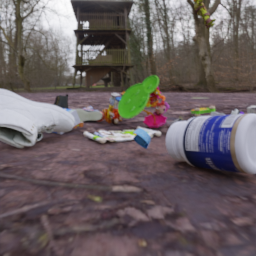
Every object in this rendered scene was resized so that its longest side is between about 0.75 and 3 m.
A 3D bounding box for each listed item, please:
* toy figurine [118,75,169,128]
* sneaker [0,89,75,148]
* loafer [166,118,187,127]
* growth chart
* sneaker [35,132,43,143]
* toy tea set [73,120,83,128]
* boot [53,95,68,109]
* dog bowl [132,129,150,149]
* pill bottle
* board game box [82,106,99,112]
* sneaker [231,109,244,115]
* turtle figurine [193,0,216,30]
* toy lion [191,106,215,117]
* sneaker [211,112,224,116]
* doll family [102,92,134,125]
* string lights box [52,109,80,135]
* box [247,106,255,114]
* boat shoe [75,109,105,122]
[{"bbox_3d":[0.868,-0.761,10.296,1.721,1.870,1.404,34,18,-39],"label":"toy figurine"},{"bbox_3d":[-2.568,0.016,7.777,2.603,0.959,1.504,18,38,-40],"label":"sneaker"},{"bbox_3d":[1.914,-0.177,10.523,1.091,0.381,0.381,9,4,42],"label":"loafer"},{"bbox_3d":[-0.194,0.206,8.865,2.378,0.211,1.721,-5,9,-33],"label":"growth chart"},{"bbox_3d":[-2.610,0.252,8.114,0.295,0.305,0.834,-20,17,8],"label":"sneaker"},{"bbox_3d":[-2.148,-0.176,10.732,0.547,0.341,0.920,7,11,37],"label":"toy tea set"},{"bbox_3d":[-3.585,-1.043,13.429,0.642,1.146,1.656,7,9,38],"label":"boot"},{"bbox_3d":[0.334,0.247,6.673,0.424,0.189,0.761,35,-15,15],"label":"dog bowl"},{"bbox_3d":[1.656,0.279,5.430,1.045,1.045,1.806,-7,4,-37],"label":"pill bottle"},{"bbox_3d":[-1.928,-0.704,13.313,1.163,0.359,1.163,7,23,36],"label":"board game box"},{"bbox_3d":[4.629,-0.370,11.672,0.728,0.509,1.463,25,4,13],"label":"sneaker"},{"bbox_3d":[2.985,-4.774,11.264,0.581,1.455,1.804,-26,-9,-1],"label":"turtle figurine"},{"bbox_3d":[3.733,-0.861,14.033,1.158,0.397,1.110,-7,8,14],"label":"toy lion"},{"bbox_3d":[4.335,-0.535,13.084,0.823,0.303,0.475,27,10,40],"label":"sneaker"},{"bbox_3d":[-0.392,-0.833,12.005,0.969,1.334,2.149,25,25,25],"label":"doll family"},{"bbox_3d":[-2.619,-0.285,10.048,1.746,0.515,0.897,9,35,44],"label":"string lights box"},{"bbox_3d":[6.211,-0.720,12.813,0.474,0.570,1.386,-18,10,-33],"label":"box"},{"bbox_3d":[-1.749,-0.519,12.238,1.587,0.565,0.496,3,-3,20],"label":"boat shoe"}]
